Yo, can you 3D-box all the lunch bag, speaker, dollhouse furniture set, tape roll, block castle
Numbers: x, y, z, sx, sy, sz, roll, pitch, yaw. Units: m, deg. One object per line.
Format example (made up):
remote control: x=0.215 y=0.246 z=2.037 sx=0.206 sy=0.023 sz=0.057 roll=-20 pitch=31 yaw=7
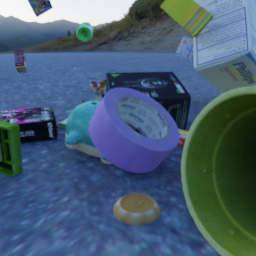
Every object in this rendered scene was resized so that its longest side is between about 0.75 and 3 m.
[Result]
lunch bag: x=2.507 y=-3.064 z=11.069 sx=0.993 sy=0.842 sz=0.631 roll=31 pitch=21 yaw=17
speaker: x=-1.862 y=-4.174 z=12.140 sx=0.695 sy=0.695 sz=1.572 roll=-2 pitch=27 yaw=-4
dollhouse furniture set: x=-4.128 y=0.549 z=6.810 sx=2.568 sy=1.289 sz=1.683 roll=10 pitch=22 yaw=27
tape roll: x=0.166 y=0.019 z=7.278 sx=2.191 sy=0.931 sz=2.191 roll=23 pitch=37 yaw=-19
block castle: x=-1.316 y=-2.532 z=16.448 sx=1.653 sy=0.775 sz=1.104 roll=-3 pitch=20 yaw=-10

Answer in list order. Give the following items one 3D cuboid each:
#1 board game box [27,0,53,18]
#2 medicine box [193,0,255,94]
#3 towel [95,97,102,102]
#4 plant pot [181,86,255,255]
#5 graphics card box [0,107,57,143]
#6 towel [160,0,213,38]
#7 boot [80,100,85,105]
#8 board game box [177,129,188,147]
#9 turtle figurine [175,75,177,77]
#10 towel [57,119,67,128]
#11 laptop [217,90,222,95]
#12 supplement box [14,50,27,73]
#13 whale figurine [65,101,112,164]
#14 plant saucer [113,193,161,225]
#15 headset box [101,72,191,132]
board game box: x=-3.170 y=-4.508 z=10.007 sx=0.733 sy=0.187 sz=1.084 roll=-34 pitch=-12 yaw=-8
medicine box: x=2.209 y=-1.828 z=5.694 sx=1.058 sy=2.056 sz=1.873 roll=-10 pitch=-22 yaw=39
towel: x=-0.167 y=-0.835 z=11.861 sx=2.085 sy=0.374 sz=2.165 roll=-8 pitch=34 yaw=-18
plant pot: x=2.790 y=0.806 z=4.841 sx=2.575 sy=2.712 sz=2.712 roll=4 pitch=15 yaw=-31
graphics card box: x=-3.928 y=-0.067 z=9.441 sx=2.899 sy=0.737 sz=1.819 roll=-5 pitch=19 yaw=-17
towel: x=1.037 y=-2.097 z=5.057 sx=0.097 sy=0.463 sz=1.077 roll=17 pitch=32 yaw=-53
boot: x=-2.118 y=-1.058 z=12.896 sx=0.330 sy=0.339 sz=0.898 roll=2 pitch=20 yaw=0
board game box: x=1.816 y=0.337 z=9.067 sx=1.054 sy=0.212 sz=0.806 roll=18 pitch=26 yaw=41
turtle figurine: x=1.606 y=-1.780 z=13.256 sx=2.016 sy=1.496 sz=2.079 roll=6 pitch=16 yaw=29
towel: x=-1.726 y=-0.341 z=11.001 sx=1.410 sy=0.216 sz=1.849 roll=6 pitch=20 yaw=14
laptop: x=5.267 y=-1.910 z=13.216 sx=2.999 sy=1.738 sz=2.808 roll=7 pitch=21 yaw=18
supplement box: x=-4.161 y=-2.566 z=10.841 sx=0.326 sy=0.762 sz=0.421 roll=-8 pitch=-16 yaw=-6
whale figurine: x=-0.789 y=0.068 z=8.073 sx=2.108 sy=1.375 sz=2.650 roll=-9 pitch=24 yaw=-26
plant saucer: x=0.175 y=1.566 z=5.606 sx=0.963 sy=0.170 sz=0.963 roll=0 pitch=19 yaw=0
headset box: x=0.492 y=-1.059 z=10.580 sx=2.967 sy=1.377 sz=2.584 roll=-2 pitch=31 yaw=-6
